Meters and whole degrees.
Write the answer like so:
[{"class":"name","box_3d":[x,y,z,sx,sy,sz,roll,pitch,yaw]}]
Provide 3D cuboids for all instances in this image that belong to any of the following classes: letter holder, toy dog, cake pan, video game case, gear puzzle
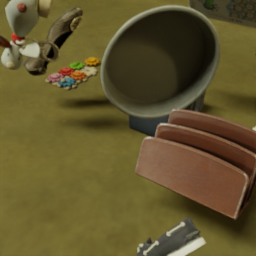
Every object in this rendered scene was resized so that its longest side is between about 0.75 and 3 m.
[{"class":"letter holder","box_3d":[1.417,0.520,5.533,2.128,1.512,1.070,20,15,32]},{"class":"toy dog","box_3d":[-2.565,-2.297,6.666,1.616,2.451,1.180,0,44,-7]},{"class":"cake pan","box_3d":[0.708,-1.421,6.377,2.749,2.749,0.504,-8,42,-10]},{"class":"video game case","box_3d":[2.631,-3.504,7.247,2.228,2.448,0.290,21,85,18]},{"class":"gear puzzle","box_3d":[-2.173,-2.553,12.278,1.449,0.366,2.797,22,44,25]}]

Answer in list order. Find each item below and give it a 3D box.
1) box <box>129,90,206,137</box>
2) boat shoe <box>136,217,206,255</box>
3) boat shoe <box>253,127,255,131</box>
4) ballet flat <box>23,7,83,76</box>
[{"class":"box","box_3d":[1.337,-0.768,9.356,1.742,1.228,2.354,24,44,26]},{"class":"boat shoe","box_3d":[0.291,1.293,2.921,1.036,0.383,0.313,-38,61,20]},{"class":"boat shoe","box_3d":[3.476,-0.107,5.660,0.680,2.275,0.813,2,59,-46]},{"class":"ballet flat","box_3d":[-2.238,-2.532,8.596,0.644,2.779,0.936,52,27,1]}]
